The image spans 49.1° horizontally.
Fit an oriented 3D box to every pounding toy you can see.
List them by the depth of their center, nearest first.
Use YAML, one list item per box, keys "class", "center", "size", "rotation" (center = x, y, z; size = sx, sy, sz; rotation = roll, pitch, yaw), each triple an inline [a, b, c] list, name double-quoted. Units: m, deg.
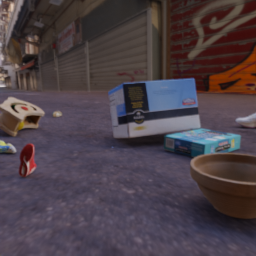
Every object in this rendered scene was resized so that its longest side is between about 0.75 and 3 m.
- class: "pounding toy"
  center: [-4.938, -0.241, 12.570]
  size: [1.680, 1.686, 2.939]
  rotation: [26, 14, -15]

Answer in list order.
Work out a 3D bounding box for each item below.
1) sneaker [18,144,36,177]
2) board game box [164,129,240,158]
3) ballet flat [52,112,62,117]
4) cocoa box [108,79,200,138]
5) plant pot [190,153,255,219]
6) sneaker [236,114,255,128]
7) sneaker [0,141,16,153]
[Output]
- class: "sneaker"
  center: [-2.424, 0.766, 6.839]
  size: [0.312, 0.798, 0.461]
  rotation: [17, 1, 4]
- class: "board game box"
  center: [2.437, 0.481, 9.188]
  size: [2.054, 0.482, 1.551]
  rotation: [-8, 14, -40]
- class: "ballet flat"
  center: [-4.263, -0.823, 16.994]
  size: [0.309, 0.334, 0.947]
  rotation: [15, 16, 8]
- class: "cocoa box"
  center: [0.928, -0.720, 10.612]
  size: [2.887, 1.894, 1.925]
  rotation: [-7, 0, -20]
- class: "plant pot"
  center: [2.017, 1.064, 5.064]
  size: [1.771, 0.818, 1.771]
  rotation: [-1, 10, 0]
- class: "sneaker"
  center: [6.093, -0.475, 13.263]
  size: [1.898, 0.945, 0.711]
  rotation: [0, 11, 8]
- class: "sneaker"
  center: [-3.923, 0.697, 8.800]
  size: [0.837, 0.317, 0.440]
  rotation: [14, 42, 31]
